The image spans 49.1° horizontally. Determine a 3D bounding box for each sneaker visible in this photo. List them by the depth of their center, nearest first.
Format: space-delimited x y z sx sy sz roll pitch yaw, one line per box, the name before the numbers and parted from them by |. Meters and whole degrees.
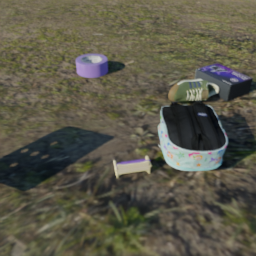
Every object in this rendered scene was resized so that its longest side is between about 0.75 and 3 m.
sneaker | 2.798 -1.496 11.483 2.354 0.789 1.057 -20 34 -38

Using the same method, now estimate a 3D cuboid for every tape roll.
tape roll | -1.831 -3.158 14.181 1.574 0.669 1.574 0 34 0

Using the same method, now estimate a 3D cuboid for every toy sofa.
toy sofa | 0.118 1.073 8.147 1.053 0.514 0.436 -7 35 -9

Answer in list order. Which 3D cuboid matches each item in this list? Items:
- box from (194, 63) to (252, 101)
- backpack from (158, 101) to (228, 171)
box | 4.202 -2.094 12.539 1.434 0.801 2.032 -22 40 -24
backpack | 1.836 0.351 8.217 1.872 1.588 2.109 -1 34 -5
